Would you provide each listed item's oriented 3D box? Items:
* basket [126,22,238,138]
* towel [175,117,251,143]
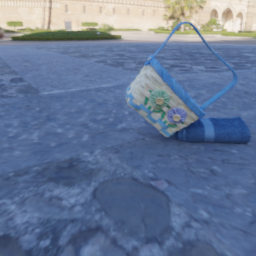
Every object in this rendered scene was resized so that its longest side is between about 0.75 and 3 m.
[{"bbox_3d":[1.512,-1.267,8.301,2.491,2.825,1.965,39,13,-18],"label":"basket"},{"bbox_3d":[2.707,0.038,9.221,2.341,0.568,1.307,2,22,5],"label":"towel"}]
